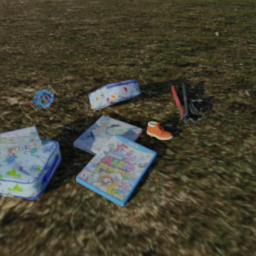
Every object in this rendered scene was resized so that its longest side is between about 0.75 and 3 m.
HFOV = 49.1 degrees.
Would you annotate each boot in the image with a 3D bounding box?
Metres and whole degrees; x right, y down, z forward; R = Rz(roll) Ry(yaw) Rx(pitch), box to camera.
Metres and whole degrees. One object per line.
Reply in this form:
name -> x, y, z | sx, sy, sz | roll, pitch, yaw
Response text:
boot -> 1.228, 0.110, 10.930 | 1.063, 0.570, 0.399 | 16, 34, 23

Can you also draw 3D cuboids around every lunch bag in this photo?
lunch bag -> -0.600, -1.434, 11.987 | 1.718, 0.810, 2.144 | -22, 7, -39
lunch bag -> -3.267, 1.267, 9.181 | 1.772, 0.909, 2.205 | 5, 36, 8

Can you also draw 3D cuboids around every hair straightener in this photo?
hair straightener -> 2.677, -1.131, 12.300 | 1.123, 0.597, 2.917 | -14, 35, 8

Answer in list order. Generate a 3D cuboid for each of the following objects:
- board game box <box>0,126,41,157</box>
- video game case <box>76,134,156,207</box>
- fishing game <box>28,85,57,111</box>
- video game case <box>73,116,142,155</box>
board game box -> -3.719, 0.436, 9.373 | 1.408, 0.241, 0.946 | -15, 38, -22
video game case -> -0.320, 1.298, 9.466 | 1.749, 0.218, 2.444 | 24, 45, 17
fishing game -> -3.629, -1.230, 12.063 | 1.195, 0.856, 0.186 | -38, 45, -7
video game case -> -0.761, 0.366, 10.915 | 1.880, 0.227, 2.063 | 19, 42, 23
